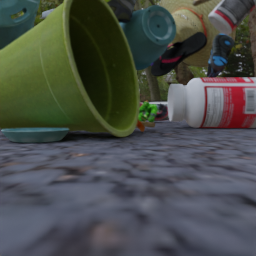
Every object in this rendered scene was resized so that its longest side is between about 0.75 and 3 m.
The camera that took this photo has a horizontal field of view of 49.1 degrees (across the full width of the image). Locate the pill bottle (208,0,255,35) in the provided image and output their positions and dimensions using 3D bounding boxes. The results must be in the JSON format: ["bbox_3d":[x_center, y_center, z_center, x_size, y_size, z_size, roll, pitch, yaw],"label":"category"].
[{"bbox_3d":[2.301,-2.589,5.923,0.615,1.110,0.615,41,10,-9],"label":"pill bottle"}]

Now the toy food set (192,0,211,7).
[{"bbox_3d":[1.565,-3.230,5.028,1.172,1.843,0.290,-28,57,-22],"label":"toy food set"}]

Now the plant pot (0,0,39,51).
[{"bbox_3d":[-3.549,-3.108,7.242,2.649,2.649,2.595,-2,-4,-31],"label":"plant pot"}]

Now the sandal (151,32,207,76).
[{"bbox_3d":[1.399,-2.255,8.421,1.971,0.740,0.444,-29,-28,36],"label":"sandal"}]

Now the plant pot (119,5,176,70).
[{"bbox_3d":[0.448,-2.298,7.001,1.421,1.421,1.335,-1,-3,-27],"label":"plant pot"}]

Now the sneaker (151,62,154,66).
[{"bbox_3d":[0.355,-2.928,9.619,2.450,0.988,1.022,38,40,18],"label":"sneaker"}]

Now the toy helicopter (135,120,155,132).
[{"bbox_3d":[0.179,-0.096,5.763,0.949,0.374,0.628,4,1,-31],"label":"toy helicopter"}]

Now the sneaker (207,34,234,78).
[{"bbox_3d":[2.407,-1.964,7.521,0.547,1.493,0.612,25,-33,7],"label":"sneaker"}]

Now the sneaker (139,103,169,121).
[{"bbox_3d":[0.892,-0.636,13.017,2.209,0.891,0.825,8,-11,29],"label":"sneaker"}]

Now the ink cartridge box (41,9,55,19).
[{"bbox_3d":[-2.414,-3.820,9.425,0.842,0.182,0.827,9,20,40],"label":"ink cartridge box"}]

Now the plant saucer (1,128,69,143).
[{"bbox_3d":[-1.227,0.094,3.754,0.860,0.155,0.860,0,2,0],"label":"plant saucer"}]

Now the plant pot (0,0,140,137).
[{"bbox_3d":[-1.239,-0.781,4.667,2.170,2.285,2.285,-12,-2,22],"label":"plant pot"}]

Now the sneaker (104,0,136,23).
[{"bbox_3d":[-0.171,-3.068,6.482,0.994,1.089,2.690,21,50,32],"label":"sneaker"}]

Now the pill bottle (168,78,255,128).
[{"bbox_3d":[2.234,-0.643,7.251,2.292,1.287,1.287,1,3,0],"label":"pill bottle"}]

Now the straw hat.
[{"bbox_3d":[1.773,-3.061,9.031,1.261,2.980,2.980,-38,25,-32],"label":"straw hat"}]

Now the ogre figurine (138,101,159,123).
[{"bbox_3d":[0.764,-0.668,12.157,0.729,0.891,1.486,43,-21,-11],"label":"ogre figurine"}]
